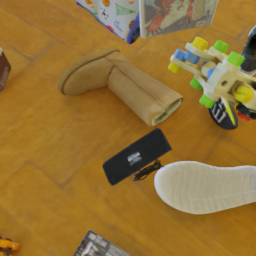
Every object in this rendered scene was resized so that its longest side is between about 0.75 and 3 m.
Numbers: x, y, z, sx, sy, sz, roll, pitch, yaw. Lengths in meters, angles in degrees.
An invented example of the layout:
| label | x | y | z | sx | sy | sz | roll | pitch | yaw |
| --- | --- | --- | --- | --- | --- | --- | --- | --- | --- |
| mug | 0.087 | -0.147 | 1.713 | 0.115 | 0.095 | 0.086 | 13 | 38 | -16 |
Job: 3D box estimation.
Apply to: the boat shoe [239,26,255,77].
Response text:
| label | x | y | z | sx | sy | sz | roll | pitch | yaw |
| --- | --- | --- | --- | --- | --- | --- | --- | --- | --- |
| boat shoe | 4.441 | -2.837 | 9.400 | 0.953 | 0.786 | 2.778 | 27 | 63 | 15 |

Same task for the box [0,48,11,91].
| label | x | y | z | sx | sy | sz | roll | pitch | yaw |
| --- | --- | --- | --- | --- | --- | --- | --- | --- | --- |
| box | -4.561 | -1.882 | 8.702 | 1.264 | 1.038 | 1.049 | 4 | 60 | 2 |

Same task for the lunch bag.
| label | x | y | z | sx | sy | sz | roll | pitch | yaw |
| --- | --- | --- | --- | --- | --- | --- | --- | --- | --- |
| lunch bag | -0.129 | -3.441 | 6.407 | 2.053 | 2.415 | 1.496 | 39 | 44 | 3 |

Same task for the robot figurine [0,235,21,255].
| label | x | y | z | sx | sy | sz | roll | pitch | yaw |
| --- | --- | --- | --- | --- | --- | --- | --- | --- | --- |
| robot figurine | -2.980 | 2.796 | 6.454 | 0.870 | 0.253 | 0.631 | 12 | 61 | 6 |

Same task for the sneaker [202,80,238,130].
| label | x | y | z | sx | sy | sz | roll | pitch | yaw |
| --- | --- | --- | --- | --- | --- | --- | --- | --- | --- |
| sneaker | 2.904 | -1.074 | 8.353 | 1.000 | 0.913 | 2.471 | -4 | 61 | -6 |

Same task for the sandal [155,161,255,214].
| label | x | y | z | sx | sy | sz | roll | pitch | yaw |
| --- | --- | --- | --- | --- | --- | --- | --- | --- | --- |
| sandal | 2.051 | 1.509 | 6.987 | 2.998 | 0.737 | 1.220 | 4 | 74 | -12 |

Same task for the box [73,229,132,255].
| label | x | y | z | sx | sy | sz | roll | pitch | yaw |
| --- | --- | --- | --- | --- | --- | --- | --- | --- | --- |
| box | -0.542 | 3.171 | 6.159 | 1.522 | 0.379 | 1.200 | 25 | 63 | 14 |

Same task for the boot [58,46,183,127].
| label | x | y | z | sx | sy | sz | roll | pitch | yaw |
| --- | --- | --- | --- | --- | --- | --- | --- | --- | --- |
| boot | -0.246 | -1.062 | 8.297 | 2.547 | 0.962 | 2.909 | -39 | 68 | -20 |

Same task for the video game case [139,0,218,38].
| label | x | y | z | sx | sy | sz | roll | pitch | yaw |
| --- | --- | --- | --- | --- | --- | --- | --- | --- | --- |
| video game case | 1.037 | -2.582 | 5.637 | 1.647 | 1.807 | 0.208 | -11 | 71 | 0 |

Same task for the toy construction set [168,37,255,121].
| label | x | y | z | sx | sy | sz | roll | pitch | yaw |
| --- | --- | --- | --- | --- | --- | --- | --- | --- | --- |
| toy construction set | 2.293 | -0.889 | 5.401 | 2.744 | 1.264 | 1.799 | -1 | 35 | -21 |

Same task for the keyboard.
| label | x | y | z | sx | sy | sz | roll | pitch | yaw |
| --- | --- | --- | --- | --- | --- | --- | --- | --- | --- |
| keyboard | 0.162 | 0.539 | 4.350 | 1.152 | 0.228 | 0.599 | -34 | 59 | 17 |
